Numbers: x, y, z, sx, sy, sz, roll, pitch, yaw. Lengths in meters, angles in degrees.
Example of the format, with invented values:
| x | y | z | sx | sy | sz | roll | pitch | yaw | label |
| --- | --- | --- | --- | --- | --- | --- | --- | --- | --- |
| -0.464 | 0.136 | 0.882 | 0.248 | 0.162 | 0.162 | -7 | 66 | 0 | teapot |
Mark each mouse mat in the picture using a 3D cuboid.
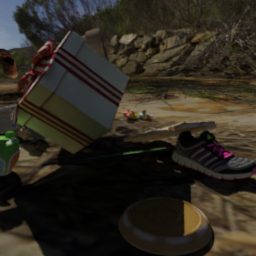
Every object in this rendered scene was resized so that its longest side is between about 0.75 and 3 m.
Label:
| x | y | z | sx | sy | sz | roll | pitch | yaw | label |
| --- | --- | --- | --- | --- | --- | --- | --- | --- | --- |
| -0.315 | 0.627 | 6.318 | 2.158 | 0.101 | 2.681 | -9 | -6 | 21 | mouse mat |

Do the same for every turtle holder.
| x | y | z | sx | sy | sz | roll | pitch | yaw | label |
| --- | --- | --- | --- | --- | --- | --- | --- | --- | --- |
| -3.360 | 0.671 | 6.842 | 1.368 | 0.971 | 1.039 | -8 | 17 | -29 | turtle holder |

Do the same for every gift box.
| x | y | z | sx | sy | sz | roll | pitch | yaw | label |
| --- | --- | --- | --- | --- | --- | --- | --- | --- | --- |
| -1.635 | -0.839 | 7.406 | 2.331 | 2.359 | 2.527 | -35 | 28 | 41 | gift box |

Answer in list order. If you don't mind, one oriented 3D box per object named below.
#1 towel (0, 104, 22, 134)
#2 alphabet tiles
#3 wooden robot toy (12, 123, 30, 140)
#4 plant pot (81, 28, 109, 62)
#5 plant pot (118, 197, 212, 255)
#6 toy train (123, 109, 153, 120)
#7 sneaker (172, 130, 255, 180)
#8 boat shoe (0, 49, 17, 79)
| x | y | z | sx | sy | sz | roll | pitch | yaw | label |
| --- | --- | --- | --- | --- | --- | --- | --- | --- | --- |
| -4.560 | -0.288 | 10.412 | 1.127 | 0.933 | 0.482 | -15 | 8 | 10 | towel |
| 1.283 | 0.127 | 8.551 | 2.589 | 0.193 | 2.647 | -5 | -8 | -32 | alphabet tiles |
| -3.380 | -0.643 | 10.042 | 0.923 | 2.096 | 0.951 | 25 | -35 | -28 | wooden robot toy |
| -1.912 | -2.202 | 11.013 | 2.424 | 2.793 | 2.793 | -15 | 14 | 1 | plant pot |
| 0.620 | 1.564 | 4.783 | 1.573 | 0.216 | 1.573 | -1 | 13 | 0 | plant pot |
| 0.434 | -0.725 | 13.761 | 1.531 | 0.426 | 1.150 | 3 | 14 | 13 | toy train |
| 2.096 | 0.597 | 7.082 | 0.837 | 0.992 | 2.268 | -13 | 19 | -42 | sneaker |
| -3.478 | -1.944 | 8.085 | 0.456 | 0.428 | 1.266 | -8 | 50 | -35 | boat shoe |
